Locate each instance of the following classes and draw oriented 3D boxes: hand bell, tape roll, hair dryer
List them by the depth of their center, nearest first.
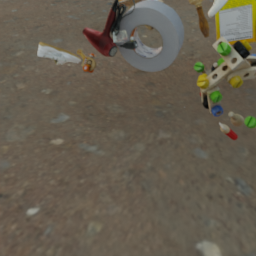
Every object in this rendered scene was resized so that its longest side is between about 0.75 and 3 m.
[{"bbox_3d":[-0.611,-3.282,9.408,2.270,1.729,0.617,-2,5,33],"label":"hair dryer"},{"bbox_3d":[0.734,-3.105,9.635,2.274,2.274,0.751,14,44,17],"label":"tape roll"},{"bbox_3d":[2.563,-4.192,9.968,1.012,1.943,1.012,-18,7,2],"label":"hand bell"}]

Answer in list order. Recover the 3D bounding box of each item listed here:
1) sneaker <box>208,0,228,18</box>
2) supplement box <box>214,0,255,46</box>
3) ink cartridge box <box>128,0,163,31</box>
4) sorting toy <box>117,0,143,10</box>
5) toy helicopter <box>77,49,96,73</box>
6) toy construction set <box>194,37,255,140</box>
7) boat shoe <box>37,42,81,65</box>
[{"bbox_3d":[3.002,-4.341,9.014,0.661,1.560,0.568,37,20,-1],"label":"sneaker"},{"bbox_3d":[4.446,-4.779,11.374,1.494,2.745,1.503,1,17,31],"label":"supplement box"},{"bbox_3d":[0.697,-5.085,11.708,0.584,1.281,1.555,-35,72,-17],"label":"ink cartridge box"},{"bbox_3d":[0.007,-4.560,10.067,1.271,0.232,1.176,-21,14,5],"label":"sorting toy"},{"bbox_3d":[-1.551,-2.601,10.469,1.038,0.686,0.409,50,21,16],"label":"toy helicopter"},{"bbox_3d":[2.420,-1.058,6.991,1.989,1.832,2.385,-12,68,35],"label":"toy construction set"},{"bbox_3d":[-1.667,-1.711,6.756,1.104,0.383,0.391,10,21,-41],"label":"boat shoe"}]
